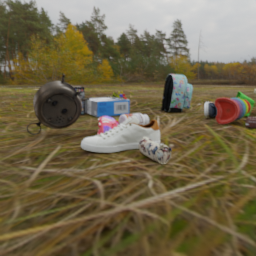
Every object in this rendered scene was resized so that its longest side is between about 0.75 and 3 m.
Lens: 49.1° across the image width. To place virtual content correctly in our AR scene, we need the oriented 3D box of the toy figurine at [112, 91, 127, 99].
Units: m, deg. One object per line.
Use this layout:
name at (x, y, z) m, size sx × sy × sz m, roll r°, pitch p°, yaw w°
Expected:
toy figurine at (-0.848, -1.673, 18.049) m, size 1.135 × 1.000 × 1.895 m, roll -26°, pitch 0°, yaw 19°

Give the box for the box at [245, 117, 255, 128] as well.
box at (4.884, -0.227, 10.967) m, size 0.457 × 0.342 × 0.912 m, roll 7°, pitch 13°, yaw 26°

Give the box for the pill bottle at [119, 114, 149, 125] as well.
pill bottle at (0.230, -0.234, 10.411) m, size 1.051 × 0.590 × 0.590 m, roll -6°, pitch 12°, yaw -32°

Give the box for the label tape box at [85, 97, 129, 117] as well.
label tape box at (-1.333, -1.158, 14.541) m, size 1.809 × 0.794 × 2.508 m, roll -7°, pitch 13°, yaw -31°

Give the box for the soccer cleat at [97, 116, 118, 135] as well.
soccer cleat at (-0.654, -0.056, 9.506) m, size 0.747 × 0.651 × 1.953 m, roll 3°, pitch 8°, yaw -5°

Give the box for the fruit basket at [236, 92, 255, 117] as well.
fruit basket at (5.279, -1.211, 14.102) m, size 1.806 × 1.302 × 1.806 m, roll 16°, pitch 16°, yaw -5°

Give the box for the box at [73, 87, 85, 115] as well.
box at (-2.701, -1.300, 13.722) m, size 1.121 × 1.399 × 0.310 m, roll -4°, pitch 12°, yaw -25°

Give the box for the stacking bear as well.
stacking bear at (4.530, -0.802, 11.741) m, size 1.014 × 1.083 × 1.783 m, roll -1°, pitch 7°, yaw 45°

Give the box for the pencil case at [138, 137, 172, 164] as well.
pencil case at (0.631, 0.520, 6.861) m, size 0.421 × 0.484 × 1.082 m, roll -3°, pitch 11°, yaw -22°

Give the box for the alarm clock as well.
alarm clock at (-2.443, -0.548, 9.150) m, size 1.514 × 2.244 × 0.747 m, roll 43°, pitch 9°, yaw -35°

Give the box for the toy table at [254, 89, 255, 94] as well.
toy table at (8.263, -1.803, 15.281) m, size 2.346 × 2.157 × 1.374 m, roll 8°, pitch 26°, yaw -12°

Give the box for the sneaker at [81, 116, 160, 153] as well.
sneaker at (-0.203, 0.127, 7.714) m, size 2.230 × 0.944 × 0.812 m, roll -5°, pitch 14°, yaw -18°

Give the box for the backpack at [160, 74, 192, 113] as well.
backpack at (2.594, -1.886, 15.084) m, size 1.508 × 2.004 × 1.779 m, roll -2°, pitch 10°, yaw -7°

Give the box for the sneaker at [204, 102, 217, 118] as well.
sneaker at (4.081, -0.880, 13.215) m, size 0.767 × 0.758 × 1.933 m, roll -1°, pitch 8°, yaw 26°
